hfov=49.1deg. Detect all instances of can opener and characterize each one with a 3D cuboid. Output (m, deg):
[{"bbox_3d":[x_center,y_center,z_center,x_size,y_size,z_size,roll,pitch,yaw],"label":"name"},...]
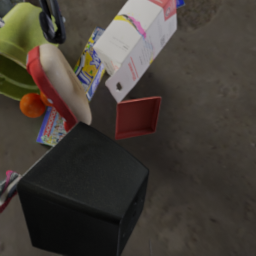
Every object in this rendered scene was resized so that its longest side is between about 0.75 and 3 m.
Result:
[{"bbox_3d":[-2.203,-3.290,8.082,0.679,0.843,2.143,-10,65,-7],"label":"can opener"}]

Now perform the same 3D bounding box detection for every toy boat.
[{"bbox_3d":[-1.967,-0.757,7.061,1.567,2.398,1.565,-26,41,4],"label":"toy boat"}]

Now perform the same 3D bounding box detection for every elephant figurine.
[{"bbox_3d":[-4.912,-3.327,9.720,2.003,1.827,2.582,-8,81,41],"label":"elephant figurine"}]

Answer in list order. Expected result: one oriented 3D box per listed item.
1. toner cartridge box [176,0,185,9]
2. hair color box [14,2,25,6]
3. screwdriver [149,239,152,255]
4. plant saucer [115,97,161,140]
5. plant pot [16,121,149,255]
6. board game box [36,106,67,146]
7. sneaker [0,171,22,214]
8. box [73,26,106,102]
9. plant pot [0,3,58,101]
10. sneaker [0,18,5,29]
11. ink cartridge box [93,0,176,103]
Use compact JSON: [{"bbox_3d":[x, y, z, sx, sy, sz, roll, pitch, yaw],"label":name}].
[{"bbox_3d":[0.959,-3.983,8.951,1.532,0.331,0.728,-17,101,17],"label":"toner cartridge box"},{"bbox_3d":[-4.262,-5.224,10.591,0.362,0.598,1.196,-17,77,-4],"label":"hair color box"},{"bbox_3d":[0.463,2.697,5.532,0.142,0.148,1.016,18,35,-20],"label":"screwdriver"},{"bbox_3d":[0.190,-0.259,6.621,1.082,1.084,0.199,-10,41,-18],"label":"plant saucer"},{"bbox_3d":[-0.751,1.556,6.148,1.968,2.218,2.213,19,40,17],"label":"plant pot"},{"bbox_3d":[-2.247,-0.193,9.463,1.164,0.252,1.730,13,76,3],"label":"board game box"},{"bbox_3d":[-2.583,1.393,5.658,0.417,0.451,1.118,35,66,4],"label":"sneaker"},{"bbox_3d":[-1.224,-2.171,9.662,0.779,0.849,2.422,23,77,6],"label":"box"},{"bbox_3d":[-3.434,-2.555,9.104,2.649,2.649,2.435,16,64,4],"label":"plant pot"},{"bbox_3d":[-4.161,-2.505,6.865,2.016,0.766,1.456,27,96,0],"label":"sneaker"},{"bbox_3d":[0.099,-2.125,7.205,0.922,1.591,2.732,35,85,16],"label":"ink cartridge box"}]
